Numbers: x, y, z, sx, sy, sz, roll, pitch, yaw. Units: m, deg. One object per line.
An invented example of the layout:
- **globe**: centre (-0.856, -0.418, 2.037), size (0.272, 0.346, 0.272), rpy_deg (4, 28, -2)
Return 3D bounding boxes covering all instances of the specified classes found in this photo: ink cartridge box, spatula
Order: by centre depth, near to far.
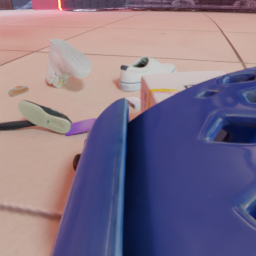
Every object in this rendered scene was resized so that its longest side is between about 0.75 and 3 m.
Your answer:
- **ink cartridge box**: centre (1.297, 0.175, 5.348), size (1.843, 1.876, 2.548), rpy_deg (-3, 27, -5)
- **spatula**: centre (-2.192, -0.064, 7.517), size (2.787, 0.286, 0.788), rpy_deg (1, 25, 1)
- **ink cartridge box**: centre (0.411, -0.864, 9.166), size (0.797, 0.227, 0.648), rpy_deg (-18, 32, -23)

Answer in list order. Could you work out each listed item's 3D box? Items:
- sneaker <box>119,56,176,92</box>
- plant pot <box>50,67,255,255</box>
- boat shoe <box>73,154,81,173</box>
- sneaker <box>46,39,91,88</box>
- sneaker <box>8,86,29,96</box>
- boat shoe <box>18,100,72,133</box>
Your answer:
- **sneaker**: centre (0.885, -2.257, 10.872), size (1.083, 1.050, 2.967), rpy_deg (23, 36, 37)
- **plant pot**: centre (0.858, 1.160, 2.641), size (2.550, 2.836, 2.836), rpy_deg (-5, 28, 4)
- **boat shoe**: centre (-0.859, 0.836, 5.673), size (0.461, 0.416, 1.282), rpy_deg (-8, 29, -15)
- **sneaker**: centre (-2.195, -2.019, 10.073), size (0.982, 1.540, 2.665), rpy_deg (-3, 34, -34)
- **sneaker**: centre (-3.954, -1.325, 9.984), size (0.309, 0.276, 0.773), rpy_deg (13, 25, 33)
- **boat shoe**: centre (-2.141, -0.322, 7.256), size (1.419, 0.510, 0.480), rpy_deg (25, 26, -11)
